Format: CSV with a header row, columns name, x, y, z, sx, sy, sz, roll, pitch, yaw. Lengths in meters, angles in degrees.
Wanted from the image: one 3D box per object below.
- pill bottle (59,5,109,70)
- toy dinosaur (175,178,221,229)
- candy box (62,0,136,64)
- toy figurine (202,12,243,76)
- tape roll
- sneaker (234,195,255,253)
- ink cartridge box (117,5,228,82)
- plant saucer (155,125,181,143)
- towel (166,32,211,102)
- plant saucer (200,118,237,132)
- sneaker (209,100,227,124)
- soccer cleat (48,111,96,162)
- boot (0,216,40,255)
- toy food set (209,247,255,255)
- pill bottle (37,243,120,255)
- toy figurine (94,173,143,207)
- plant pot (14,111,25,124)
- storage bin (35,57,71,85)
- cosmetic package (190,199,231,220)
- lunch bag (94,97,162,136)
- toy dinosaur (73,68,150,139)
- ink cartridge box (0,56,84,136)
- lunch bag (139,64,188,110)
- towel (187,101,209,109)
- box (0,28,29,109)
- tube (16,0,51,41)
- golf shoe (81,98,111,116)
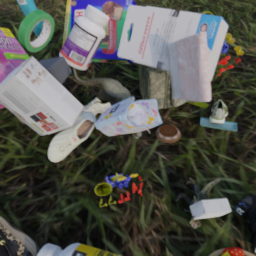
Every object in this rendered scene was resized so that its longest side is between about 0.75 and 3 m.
name,x,y,z,sx,sy,sz,roll,pitch,yaw
pill bottle,-1.430,-2.998,9.353,1.067,1.916,1.067,29,23,-13
toy dinosaur,2.080,2.118,8.589,0.941,0.507,2.135,32,50,11
candy box,-1.167,-3.978,11.630,2.861,2.419,1.102,6,2,15
toy figurine,2.876,-3.070,9.846,2.220,1.171,1.330,39,24,-23
tape roll,-3.255,-3.430,9.987,0.352,1.466,1.466,35,49,9
sneaker,3.451,2.648,7.926,1.023,0.668,1.829,20,37,26
ink cartridge box,1.277,-2.636,8.615,2.973,1.724,1.008,22,15,27
plant saucer,1.580,0.182,11.067,1.022,0.187,1.022,0,40,0
towel,1.556,-1.521,7.320,0.266,1.651,1.577,-13,11,-22
plant saucer,3.685,-0.124,11.449,1.457,0.138,0.510,10,39,12
sneaker,3.854,-0.834,11.673,0.696,0.803,1.811,12,33,14
soccer cleat,-1.556,0.289,7.660,1.798,0.623,0.697,-49,35,5
boot,-3.693,3.161,6.905,2.503,0.916,1.884,25,36,16
toy food set,2.702,3.835,6.581,2.081,0.511,2.102,-22,46,-23
pill bottle,-0.882,3.467,6.354,2.459,1.377,1.377,10,42,12
toy figurine,-0.396,1.857,8.988,1.544,0.814,0.925,-13,14,-19
plant pot,-3.580,-0.931,11.310,1.685,1.942,1.942,-19,42,4
storage bin,-2.343,-1.589,7.976,1.320,0.961,0.887,0,42,33
cosmetic package,2.348,2.312,7.987,1.022,0.576,0.414,8,55,-31
lunch bag,-0.011,-0.254,6.636,1.259,0.801,1.068,-11,-5,-45
toy dinosaur,-0.365,-0.884,7.786,0.986,2.561,1.310,-48,18,-29
ink cartridge box,-2.402,-0.719,7.385,1.604,1.827,0.766,-15,39,43
lunch bag,1.697,-2.176,11.915,2.192,2.613,1.821,-10,42,-7
towel,3.163,-1.119,12.649,0.898,0.081,0.387,24,47,25
box,-4.007,-1.924,8.800,1.122,2.321,2.042,-36,4,17
tube,-3.819,-4.500,11.067,0.883,2.282,0.575,28,62,32
golf shoe,-1.479,-0.906,11.762,1.927,0.937,0.754,-12,45,-12
